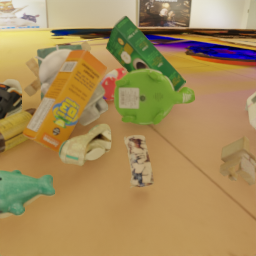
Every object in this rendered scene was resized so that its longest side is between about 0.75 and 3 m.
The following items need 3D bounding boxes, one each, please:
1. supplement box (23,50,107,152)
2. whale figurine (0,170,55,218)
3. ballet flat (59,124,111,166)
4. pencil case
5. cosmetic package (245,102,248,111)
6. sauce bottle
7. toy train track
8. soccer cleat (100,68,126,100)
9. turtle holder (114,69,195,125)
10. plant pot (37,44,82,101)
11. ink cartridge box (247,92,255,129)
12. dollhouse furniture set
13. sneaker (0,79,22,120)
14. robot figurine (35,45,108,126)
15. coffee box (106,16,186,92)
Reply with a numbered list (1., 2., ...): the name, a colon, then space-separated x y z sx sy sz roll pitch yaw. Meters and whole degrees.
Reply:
1. supplement box: -1.486 -0.663 6.701 0.824 2.395 0.797 17 -14 48
2. whale figurine: -1.791 0.968 4.519 1.150 0.597 0.915 -9 41 -16
3. ballet flat: -0.722 0.406 6.196 0.636 0.688 2.040 16 20 18
4. pencil case: 0.186 0.624 5.305 0.446 0.997 0.388 -3 -16 -27
5. cosmetic package: 4.738 -0.758 9.329 1.359 0.351 1.025 -18 32 -36
6. sauce bottle: -2.655 -0.059 7.182 0.725 0.725 2.240 12 26 26
7. toy train track: -2.504 -2.096 10.033 2.845 1.632 0.463 -39 28 -2
8. soccer cleat: -0.716 -1.659 10.957 1.014 0.885 2.653 -18 21 25
9. turtle holder: 0.675 -1.011 8.049 2.090 1.588 1.484 -28 5 17
10. plant pot: -2.104 -1.728 9.281 1.921 1.882 1.921 -6 16 2
11. ink cartridge box: 3.711 -0.295 6.871 1.392 0.800 2.378 44 30 0
12. dollhouse furniture set: 2.348 0.740 5.335 1.083 0.529 0.924 39 45 -12
13. sneaker: -3.879 -0.626 7.951 1.114 1.128 2.841 12 24 -5
14. robot figurine: -1.574 -1.221 7.931 1.313 2.325 1.972 -28 14 39
15. coffee box: 0.512 -2.119 9.217 0.609 2.767 1.701 -45 3 -15
